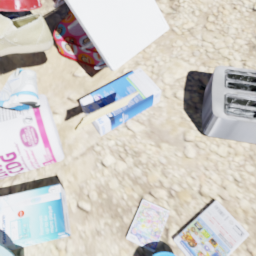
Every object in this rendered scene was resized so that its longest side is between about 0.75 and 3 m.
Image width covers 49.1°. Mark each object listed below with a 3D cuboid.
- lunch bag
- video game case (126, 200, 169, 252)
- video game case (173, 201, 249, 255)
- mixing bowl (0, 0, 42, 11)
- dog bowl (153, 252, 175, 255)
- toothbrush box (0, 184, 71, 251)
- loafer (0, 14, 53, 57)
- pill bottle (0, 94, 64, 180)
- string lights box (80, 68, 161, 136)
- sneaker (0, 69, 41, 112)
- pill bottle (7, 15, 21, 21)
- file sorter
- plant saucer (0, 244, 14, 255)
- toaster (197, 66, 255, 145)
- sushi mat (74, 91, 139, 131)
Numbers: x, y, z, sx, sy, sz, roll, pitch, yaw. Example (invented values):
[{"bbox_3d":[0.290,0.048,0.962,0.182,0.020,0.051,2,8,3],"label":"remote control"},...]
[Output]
[{"bbox_3d":[-1.083,-3.566,10.265,2.441,1.135,2.771,22,64,11],"label":"lunch bag"},{"bbox_3d":[0.541,2.605,7.525,0.809,0.102,1.130,22,64,11],"label":"video game case"},{"bbox_3d":[2.173,2.877,7.353,1.639,0.148,1.173,-35,68,-18],"label":"video game case"},{"bbox_3d":[-3.471,-4.018,7.614,2.167,1.173,2.167,7,32,-4],"label":"mixing bowl"},{"bbox_3d":[1.221,3.951,6.555,2.145,0.532,1.196,39,68,19],"label":"dog bowl"},{"bbox_3d":[-2.483,2.337,7.309,1.731,0.738,1.267,-12,62,-5],"label":"toothbrush box"},{"bbox_3d":[-3.057,-2.162,6.471,2.630,0.898,0.995,-22,39,-35],"label":"loafer"},{"bbox_3d":[-2.981,0.370,6.120,2.816,1.596,1.596,-17,63,-12],"label":"pill bottle"},{"bbox_3d":[-0.230,-0.874,9.067,2.332,0.688,1.198,-31,66,-15],"label":"string lights box"},{"bbox_3d":[-1.907,-0.655,4.903,0.592,1.578,0.684,7,84,-40],"label":"sneaker"},{"bbox_3d":[-4.302,-3.628,10.580,0.652,0.652,1.174,-4,62,-2],"label":"pill bottle"},{"bbox_3d":[-0.761,-3.312,7.642,2.048,1.837,2.951,-40,111,-15],"label":"file sorter"},{"bbox_3d":[-3.228,3.228,6.598,1.768,1.768,0.340,11,21,6],"label":"plant saucer"},{"bbox_3d":[3.302,-0.711,8.625,2.230,1.323,2.016,10,61,6],"label":"toaster"},{"bbox_3d":[-0.514,-0.429,6.832,1.680,0.804,0.102,-29,84,-30],"label":"sushi mat"}]
